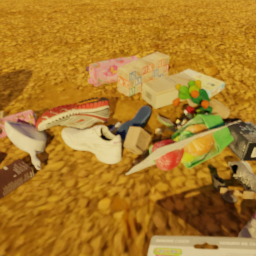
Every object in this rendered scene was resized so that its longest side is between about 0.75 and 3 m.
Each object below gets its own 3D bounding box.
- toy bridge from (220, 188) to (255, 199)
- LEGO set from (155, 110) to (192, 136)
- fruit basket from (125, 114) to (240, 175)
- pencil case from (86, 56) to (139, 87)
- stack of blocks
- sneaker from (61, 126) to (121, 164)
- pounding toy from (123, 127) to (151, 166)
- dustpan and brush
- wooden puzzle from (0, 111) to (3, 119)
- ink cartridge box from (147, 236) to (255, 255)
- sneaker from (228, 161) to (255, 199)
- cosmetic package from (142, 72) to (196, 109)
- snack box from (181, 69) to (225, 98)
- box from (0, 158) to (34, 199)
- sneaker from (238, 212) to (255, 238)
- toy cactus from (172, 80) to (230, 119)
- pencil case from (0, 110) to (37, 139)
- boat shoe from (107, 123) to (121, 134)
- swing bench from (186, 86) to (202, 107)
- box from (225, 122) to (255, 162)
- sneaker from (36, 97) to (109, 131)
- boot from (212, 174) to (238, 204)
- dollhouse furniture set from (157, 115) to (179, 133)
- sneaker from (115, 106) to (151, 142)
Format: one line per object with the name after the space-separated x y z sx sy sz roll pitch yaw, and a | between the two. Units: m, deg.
3.220 1.802 7.492 1.476 0.201 0.496 2 -8 43 | toy bridge
1.749 -0.079 10.644 1.499 0.690 0.558 -30 21 8 | LEGO set
1.488 0.526 8.276 2.826 2.618 1.325 -11 72 -23 | fruit basket
-0.674 -2.832 13.977 2.662 1.164 1.164 -18 40 -22 | pencil case
0.728 -2.349 12.928 2.631 1.515 0.771 -30 45 -34 | stack of blocks
-1.211 0.295 9.513 2.414 1.203 0.904 20 29 23 | sneaker
0.295 0.701 9.400 0.529 1.015 1.156 6 69 37 | pounding toy
-3.259 0.600 9.414 1.487 0.610 2.130 17 16 -44 | dustpan and brush
-5.500 -0.305 11.223 1.055 0.183 1.563 -7 42 -4 | wooden puzzle
1.466 3.183 5.061 2.459 1.031 2.158 -7 34 24 | ink cartridge box
3.449 1.549 8.327 0.646 0.588 1.574 9 24 -8 | sneaker
1.887 -1.719 12.647 2.288 0.836 1.184 -19 40 -23 | cosmetic package
3.418 -2.208 13.674 1.260 0.402 2.169 -29 45 -34 | snack box
-3.609 1.535 8.445 0.656 0.491 1.310 28 46 28 | box
3.396 2.379 6.975 0.783 0.849 1.924 28 44 33 | sneaker
2.953 -0.909 11.174 2.264 1.403 2.744 26 23 -11 | toy cactus
-4.359 -0.081 10.463 1.853 0.767 0.802 -18 12 -24 | pencil case
-0.687 0.037 10.609 0.331 0.350 1.001 40 56 13 | boat shoe
2.955 -1.311 12.141 0.777 0.504 0.773 -15 60 -15 | swing bench
4.027 0.435 9.501 1.045 0.753 1.407 -1 28 -14 | box
-1.957 -0.291 10.289 2.768 1.137 1.078 -14 20 -15 | sneaker
2.747 1.751 8.038 0.307 0.578 0.879 -34 43 -16 | boot
1.501 0.132 10.264 0.671 0.518 1.342 18 21 -36 | dollhouse furniture set
0.252 -0.045 10.592 1.771 0.690 0.621 -43 64 -16 | sneaker
